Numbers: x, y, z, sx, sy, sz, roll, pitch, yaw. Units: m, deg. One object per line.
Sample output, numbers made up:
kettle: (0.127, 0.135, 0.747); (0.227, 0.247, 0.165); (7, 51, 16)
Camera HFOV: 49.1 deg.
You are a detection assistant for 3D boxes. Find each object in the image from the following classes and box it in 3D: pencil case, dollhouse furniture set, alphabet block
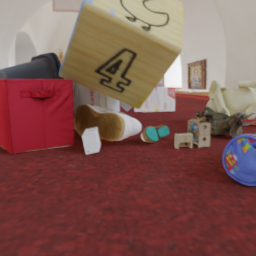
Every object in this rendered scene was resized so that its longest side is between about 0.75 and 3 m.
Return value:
pencil case: (2.803, 0.402, 5.592); (2.348, 1.020, 0.916); (-12, 45, -46)
dollhouse furniture set: (1.697, 0.153, 7.881); (0.989, 0.693, 0.697); (-3, 10, -16)
alphabet block: (-0.190, -2.609, 8.262); (2.676, 2.613, 2.627); (21, -39, -14)

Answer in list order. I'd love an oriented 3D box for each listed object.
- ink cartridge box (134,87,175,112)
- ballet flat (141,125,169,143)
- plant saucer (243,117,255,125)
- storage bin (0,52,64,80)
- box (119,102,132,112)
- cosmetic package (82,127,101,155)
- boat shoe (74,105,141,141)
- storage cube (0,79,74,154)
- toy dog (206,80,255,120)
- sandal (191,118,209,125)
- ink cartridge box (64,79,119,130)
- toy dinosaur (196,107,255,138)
ink cartridge box: (1.441, -1.638, 16.127); (2.396, 1.396, 0.809); (-2, 10, -11)
ballet flat: (0.716, 0.196, 8.503); (0.539, 0.505, 1.489); (-18, -1, 33)
plant saucer: (5.629, -0.293, 11.678); (1.514, 0.278, 1.511); (-6, 11, -25)
storage bin: (-3.196, -0.988, 9.426); (1.842, 2.743, 1.996); (-24, 22, -40)
box: (-0.506, -2.516, 12.749); (2.673, 1.525, 2.907); (42, 14, -17)
cosmetic package: (-0.955, 0.320, 7.373); (0.348, 0.496, 0.978); (-11, 11, 0)
boat shoe: (-0.726, -0.115, 8.804); (1.020, 1.042, 2.944); (2, 10, -38)
storage cube: (-2.714, -0.444, 7.912); (1.779, 1.871, 2.081); (-7, 13, -37)
toy dog: (4.678, -0.896, 11.508); (2.507, 1.749, 2.430); (-8, -29, -5)
sandal: (3.058, -0.308, 11.118); (0.728, 0.489, 1.812); (-3, 10, -16)
ink cartridge box: (-1.776, -1.087, 10.668); (2.933, 2.130, 1.223); (7, 14, 35)
toy dinosaur: (3.067, -0.151, 9.559); (1.419, 1.068, 2.775); (12, 5, 2)
